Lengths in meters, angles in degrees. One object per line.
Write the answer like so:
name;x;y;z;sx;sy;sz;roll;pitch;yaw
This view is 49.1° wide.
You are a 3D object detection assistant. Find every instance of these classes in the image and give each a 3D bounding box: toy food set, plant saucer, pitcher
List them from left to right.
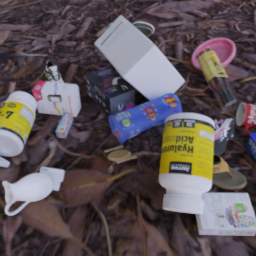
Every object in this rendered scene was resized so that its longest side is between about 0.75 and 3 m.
pitcher;-3.001;1.965;8.353;1.336;1.146;0.810;-8;28;-46
toy food set;-0.272;0.981;9.521;0.843;0.245;1.221;-16;21;-20
plant saucer;4.073;-3.391;13.333;2.030;0.514;2.030;-18;49;22

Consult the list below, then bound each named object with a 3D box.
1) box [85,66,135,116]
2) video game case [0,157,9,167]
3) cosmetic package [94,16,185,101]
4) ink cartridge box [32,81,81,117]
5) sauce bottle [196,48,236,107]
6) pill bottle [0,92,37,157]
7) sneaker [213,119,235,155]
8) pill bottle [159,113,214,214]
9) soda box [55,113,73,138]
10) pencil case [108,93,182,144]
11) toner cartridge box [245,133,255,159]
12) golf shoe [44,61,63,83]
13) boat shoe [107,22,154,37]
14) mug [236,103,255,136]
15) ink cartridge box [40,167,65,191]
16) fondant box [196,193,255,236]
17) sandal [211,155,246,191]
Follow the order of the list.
box;-0.755;-1.503;11.546;1.217;1.056;1.991;-26;51;-24
video game case;-5.065;0.710;8.918;1.771;1.943;0.223;22;84;22
cosmetic package;0.484;-2.620;11.276;1.639;2.658;2.666;-44;52;12
ink cartridge box;-2.805;-1.142;11.105;1.627;1.201;0.697;8;44;9
sauce bottle;3.772;-2.144;11.889;0.863;0.863;2.613;-17;72;-16
pill bottle;-4.145;-0.203;10.136;1.289;1.289;2.256;2;46;2
sneaker;2.993;0.280;9.888;0.989;0.920;2.291;6;17;34
pill bottle;1.617;1.005;7.804;1.437;1.437;2.582;6;72;6
soda box;-2.426;-0.090;10.692;0.357;0.332;1.044;6;45;6
pencil case;0.655;-0.375;10.434;2.820;1.225;1.100;-21;78;-18
toner cartridge box;5.162;1.244;9.218;1.271;0.577;2.675;-9;46;-8
golf shoe;-3.296;-2.289;12.455;0.644;0.783;1.658;-24;59;-29
boat shoe;0.076;-5.194;15.290;2.628;0.937;0.791;5;46;15
mug;4.937;-0.287;10.701;1.361;1.208;0.908;7;10;1
ink cartridge box;-2.522;1.662;9.109;0.784;0.171;0.681;8;71;7
fondant box;2.775;2.480;8.104;1.576;0.459;1.137;0;46;1
sandal;2.785;1.196;9.214;0.927;0.623;2.309;-34;58;-28
